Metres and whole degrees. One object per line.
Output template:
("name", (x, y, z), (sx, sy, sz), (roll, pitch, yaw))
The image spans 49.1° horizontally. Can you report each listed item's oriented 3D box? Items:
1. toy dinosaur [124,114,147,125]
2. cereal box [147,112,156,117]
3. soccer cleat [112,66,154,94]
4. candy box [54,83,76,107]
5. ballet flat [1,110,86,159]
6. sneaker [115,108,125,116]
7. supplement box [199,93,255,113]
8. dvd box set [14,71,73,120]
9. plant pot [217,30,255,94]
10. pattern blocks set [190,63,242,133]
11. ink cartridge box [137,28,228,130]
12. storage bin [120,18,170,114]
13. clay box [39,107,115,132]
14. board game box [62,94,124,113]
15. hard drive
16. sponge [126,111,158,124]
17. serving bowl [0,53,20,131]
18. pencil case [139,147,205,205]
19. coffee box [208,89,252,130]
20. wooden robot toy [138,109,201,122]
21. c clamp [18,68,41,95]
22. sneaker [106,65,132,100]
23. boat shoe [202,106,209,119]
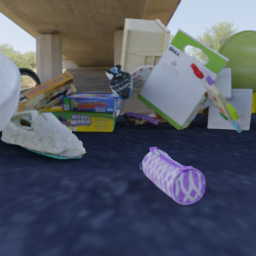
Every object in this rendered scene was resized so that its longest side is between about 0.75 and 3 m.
("toy dinosaur", (0.130, -0.247, 8.794), (0.485, 0.261, 1.101), (14, 2, -32))
("cereal box", (1.065, -0.730, 10.582), (0.906, 0.652, 0.179), (3, 19, 20))
("soccer cleat", (0.214, -1.493, 8.684), (1.564, 0.542, 0.607), (-23, 2, 15))
("candy box", (-2.407, -0.880, 9.101), (0.922, 0.446, 1.581), (-32, -2, -38))
("ballet flat", (-1.693, 0.054, 5.163), (2.273, 0.816, 0.816), (7, 11, 39))
("sneaker", (-0.568, -0.742, 11.459), (1.313, 0.531, 0.759), (17, 14, 42))
("supplement box", (4.375, -1.474, 12.757), (2.723, 1.482, 1.491), (0, 9, 1))
("dvd box set", (-2.076, -0.640, 6.570), (1.587, 0.233, 1.161), (-37, -5, -37))
("plant pot", (4.123, -1.935, 8.692), (2.213, 2.213, 2.035), (-1, 16, -5))
("pattern blocks set", (2.181, -0.687, 6.764), (0.144, 1.779, 1.563), (-37, 43, 7))
("ink cartridge box", (1.529, -1.300, 7.753), (1.622, 2.194, 0.831), (40, 24, 17))
("storage bin", (0.426, -2.319, 10.132), (1.341, 2.841, 2.862), (4, 28, -4))
("clay box", (-1.588, -0.281, 7.855), (2.398, 0.571, 1.378), (2, 10, -1))
("board game box", (-0.886, -0.735, 7.875), (1.342, 0.342, 1.982), (3, 10, 6))
("hard drive", (2.462, -1.185, 7.570), (0.590, 0.895, 0.114), (-1, -24, 22))
("sponge", (0.450, -0.327, 8.858), (0.948, 0.141, 0.529), (16, -3, 39))
("serving bowl", (-2.969, -0.294, 3.938), (2.834, 0.932, 2.834), (5, 35, -4))
("pencil case", (0.492, 0.518, 3.246), (0.416, 0.424, 0.992), (-4, 10, -18))
("coffee box", (2.931, -0.558, 8.018), (1.092, 1.094, 1.082), (4, 8, 24))
("wooden robot toy", (1.173, -0.655, 9.385), (2.448, 1.078, 1.111), (5, 21, 37))
("c clamp", (-3.112, -1.182, 8.099), (1.463, 1.249, 0.198), (-16, 46, 19))
("sneaker", (-0.148, -1.183, 7.759), (0.610, 0.700, 1.557), (-23, 36, 3))
("boat shoe", (3.436, -0.688, 9.799), (2.279, 0.834, 0.738), (-8, 17, -43))
